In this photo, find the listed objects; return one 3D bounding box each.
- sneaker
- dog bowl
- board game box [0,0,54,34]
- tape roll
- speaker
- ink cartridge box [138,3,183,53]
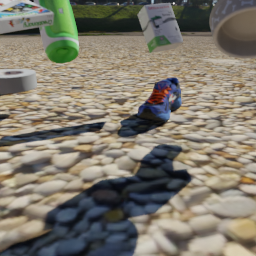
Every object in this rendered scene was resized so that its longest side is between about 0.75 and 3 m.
[{"bbox_3d":[1.005,-0.959,8.848,1.012,1.054,2.687,8,23,21],"label":"sneaker"},{"bbox_3d":[2.341,-1.922,5.340,1.565,1.565,0.459,5,66,12],"label":"dog bowl"},{"bbox_3d":[-3.286,-3.017,7.375,1.426,0.391,2.259,31,37,17],"label":"board game box"},{"bbox_3d":[-5.030,-2.057,12.127,2.009,0.664,2.009,0,21,0],"label":"tape roll"},{"bbox_3d":[-2.539,-3.740,9.857,1.236,2.796,1.236,-15,-16,-4],"label":"speaker"},{"bbox_3d":[1.060,-3.328,9.302,1.045,1.430,0.603,-17,-3,-23],"label":"ink cartridge box"}]
